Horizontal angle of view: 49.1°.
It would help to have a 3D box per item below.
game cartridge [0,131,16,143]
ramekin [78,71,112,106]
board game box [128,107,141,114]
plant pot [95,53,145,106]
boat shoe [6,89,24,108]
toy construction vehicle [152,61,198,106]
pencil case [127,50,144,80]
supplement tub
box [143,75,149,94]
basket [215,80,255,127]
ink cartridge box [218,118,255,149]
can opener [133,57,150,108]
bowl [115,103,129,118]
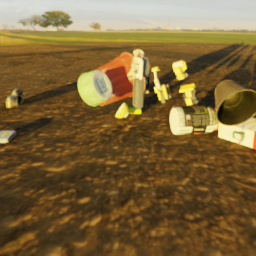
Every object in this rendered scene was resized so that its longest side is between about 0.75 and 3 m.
[{"bbox_3d":[-4.751,0.328,10.717,0.598,0.182,0.897,-4,22,0],"label":"game cartridge"},{"bbox_3d":[-1.267,-1.604,11.128,0.675,1.381,1.381,-15,11,34],"label":"ramekin"},{"bbox_3d":[0.160,-0.850,13.554,0.891,0.212,0.453,0,22,1],"label":"board game box"},{"bbox_3d":[-0.699,-2.197,13.405,2.140,2.201,2.201,-27,31,-22],"label":"plant pot"},{"bbox_3d":[-5.783,-1.497,14.639,0.649,0.733,2.001,7,26,-7],"label":"boat shoe"},{"bbox_3d":[1.818,-1.661,11.200,1.567,1.799,0.634,-6,16,32],"label":"toy construction vehicle"},{"bbox_3d":[0.339,-2.784,12.505,0.507,1.303,0.583,17,-7,-25],"label":"pencil case"},{"bbox_3d":[2.642,-0.307,11.024,1.808,1.108,1.108,-3,22,-8],"label":"supplement tub"},{"bbox_3d":[0.789,-2.664,16.802,0.845,1.138,0.707,-5,22,-12],"label":"box"},{"bbox_3d":[3.890,-1.054,10.483,1.600,1.207,1.774,-37,18,21],"label":"basket"},{"bbox_3d":[4.520,0.154,10.305,1.169,0.677,2.012,-23,29,-35],"label":"ink cartridge box"},{"bbox_3d":[0.520,-1.793,11.216,0.670,2.016,0.531,-1,18,-19],"label":"can opener"},{"bbox_3d":[-0.218,-0.707,12.686,0.405,0.752,0.752,34,20,-10],"label":"bowl"}]
